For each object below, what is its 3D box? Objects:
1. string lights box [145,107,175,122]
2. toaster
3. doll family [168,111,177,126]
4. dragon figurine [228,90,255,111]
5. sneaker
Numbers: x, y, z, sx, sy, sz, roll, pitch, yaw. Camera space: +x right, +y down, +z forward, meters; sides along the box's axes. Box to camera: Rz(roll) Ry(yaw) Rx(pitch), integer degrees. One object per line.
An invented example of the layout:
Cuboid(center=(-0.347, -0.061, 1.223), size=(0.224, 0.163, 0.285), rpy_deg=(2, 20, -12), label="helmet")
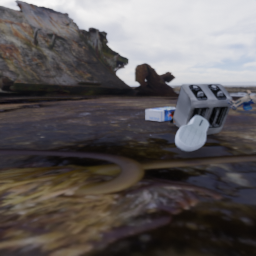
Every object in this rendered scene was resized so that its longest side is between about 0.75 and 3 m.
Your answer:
Cuboid(center=(2.090, -0.794, 16.268), size=(1.097, 0.630, 2.136), rpy_deg=(8, 12, 43), label="string lights box")
Cuboid(center=(2.904, -0.702, 11.348), size=(1.861, 2.058, 1.221), rpy_deg=(-2, 38, -15), label="toaster")
Cuboid(center=(2.638, -0.453, 13.185), size=(1.499, 0.676, 0.931), rpy_deg=(-7, -29, 11), label="doll family")
Cuboid(center=(4.450, -0.960, 10.337), size=(1.591, 0.468, 0.791), rpy_deg=(0, -30, -24), label="dragon figurine")
Cuboid(center=(1.874, 0.319, 8.349), size=(0.793, 0.769, 2.172), rpy_deg=(36, 31, 15), label="sneaker")
